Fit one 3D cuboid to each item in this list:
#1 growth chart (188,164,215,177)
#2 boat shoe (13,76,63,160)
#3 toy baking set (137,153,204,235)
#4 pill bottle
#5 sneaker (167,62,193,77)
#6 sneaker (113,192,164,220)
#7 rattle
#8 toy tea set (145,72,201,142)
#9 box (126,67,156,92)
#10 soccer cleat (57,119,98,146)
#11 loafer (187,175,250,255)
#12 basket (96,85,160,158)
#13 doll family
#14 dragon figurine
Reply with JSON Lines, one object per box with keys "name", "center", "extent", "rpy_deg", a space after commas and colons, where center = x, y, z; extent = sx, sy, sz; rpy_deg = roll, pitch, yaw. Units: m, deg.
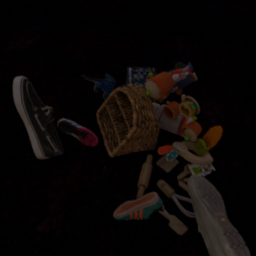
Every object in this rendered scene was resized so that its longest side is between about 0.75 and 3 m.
{"name": "growth chart", "center": [2.300, 1.272, 8.757], "extent": [0.814, 0.072, 0.589], "rpy_deg": [-13, 42, -16]}
{"name": "boat shoe", "center": [-2.734, -0.338, 8.767], "extent": [0.862, 2.708, 0.957], "rpy_deg": [-12, 18, 9]}
{"name": "toy baking set", "center": [1.238, 1.739, 8.272], "extent": [1.968, 0.298, 2.564], "rpy_deg": [13, 47, 13]}
{"name": "pill bottle", "center": [1.474, -0.315, 9.932], "extent": [1.560, 0.855, 0.855], "rpy_deg": [22, 49, 21]}
{"name": "sneaker", "center": [2.096, -2.484, 12.415], "extent": [1.409, 0.527, 0.748], "rpy_deg": [-18, 41, -26]}
{"name": "sneaker", "center": [0.281, 2.236, 7.449], "extent": [1.439, 0.575, 0.513], "rpy_deg": [-27, 15, 23]}
{"name": "rattle", "center": [1.930, 0.466, 8.570], "extent": [1.722, 1.230, 1.121], "rpy_deg": [16, 43, -17]}
{"name": "toy tea set", "center": [1.320, -0.599, 8.821], "extent": [0.937, 1.506, 2.533], "rpy_deg": [-35, 73, -21]}
{"name": "box", "center": [0.566, -2.024, 11.979], "extent": [1.269, 0.367, 1.597], "rpy_deg": [1, 45, 1]}
{"name": "soccer cleat", "center": [-1.684, 0.100, 9.552], "extent": [1.490, 0.520, 0.643], "rpy_deg": [30, 11, -13]}
{"name": "loafer", "center": [2.077, 2.362, 7.175], "extent": [0.910, 0.909, 2.604], "rpy_deg": [14, 36, -23]}
{"name": "basket", "center": [-0.090, -0.356, 9.357], "extent": [1.641, 1.573, 2.203], "rpy_deg": [-8, 49, -14]}
{"name": "doll family", "center": [1.825, -1.595, 10.186], "extent": [1.267, 0.920, 2.041], "rpy_deg": [-25, 10, 21]}
{"name": "dragon figurine", "center": [-0.827, -1.690, 10.774], "extent": [1.889, 0.939, 0.556], "rpy_deg": [41, 31, -20]}
